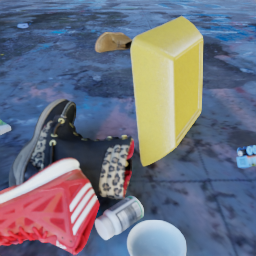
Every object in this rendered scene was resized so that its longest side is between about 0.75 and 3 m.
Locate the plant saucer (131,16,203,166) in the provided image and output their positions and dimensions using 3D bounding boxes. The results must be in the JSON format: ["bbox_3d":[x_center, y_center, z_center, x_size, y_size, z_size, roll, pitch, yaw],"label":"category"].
[{"bbox_3d":[1.145,-0.930,6.639,0.701,2.893,2.892,9,32,27],"label":"plant saucer"}]

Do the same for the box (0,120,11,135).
[{"bbox_3d":[-3.729,0.063,7.724,0.561,0.141,0.777,23,37,32],"label":"box"}]

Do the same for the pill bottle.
[{"bbox_3d":[-0.153,1.570,4.915,0.801,0.453,0.453,-23,38,-35],"label":"pill bottle"}]

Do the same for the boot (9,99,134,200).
[{"bbox_3d":[-0.990,0.392,6.244,2.238,1.088,2.973,3,35,8],"label":"boot"}]

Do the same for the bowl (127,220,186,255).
[{"bbox_3d":[0.434,1.923,4.367,0.911,0.410,0.911,0,30,0],"label":"bowl"}]

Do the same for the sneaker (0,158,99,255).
[{"bbox_3d":[-1.527,1.613,4.408,2.371,0.929,1.369,-35,67,-11],"label":"sneaker"}]

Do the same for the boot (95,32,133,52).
[{"bbox_3d":[-0.685,-4.409,14.523,0.961,0.937,2.546,30,39,23],"label":"boot"}]

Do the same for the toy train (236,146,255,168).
[{"bbox_3d":[2.813,0.649,6.402,0.820,0.469,0.356,-4,-6,-34],"label":"toy train"}]
